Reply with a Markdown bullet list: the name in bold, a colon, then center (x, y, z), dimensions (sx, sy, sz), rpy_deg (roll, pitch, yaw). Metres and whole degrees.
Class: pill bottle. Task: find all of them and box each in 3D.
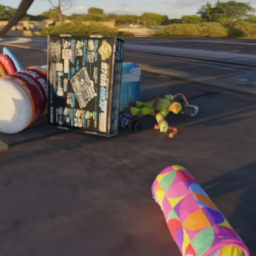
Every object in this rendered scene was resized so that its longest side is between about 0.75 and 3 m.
- **pill bottle**: center (0.058, -0.131, 8.200), dimensions (0.438, 0.438, 0.783), rpy_deg (-17, 27, -36)
- **pill bottle**: center (-3.123, -1.061, 8.878), dimensions (1.584, 1.584, 2.774), rpy_deg (5, 24, 12)

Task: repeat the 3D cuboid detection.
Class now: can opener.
- **can opener**: center (1.744, -0.733, 9.601), dimensions (1.362, 0.363, 0.455), rpy_deg (19, -16, 39)

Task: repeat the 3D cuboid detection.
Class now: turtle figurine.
- **turtle figurine**: center (0.816, -0.531, 8.586), dimensions (1.876, 0.749, 2.327), rpy_deg (-3, 37, 20)

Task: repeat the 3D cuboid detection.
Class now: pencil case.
- **pencil case**: center (0.940, 1.335, 4.136), dimensions (0.842, 0.842, 1.906), rpy_deg (-4, 21, -10)

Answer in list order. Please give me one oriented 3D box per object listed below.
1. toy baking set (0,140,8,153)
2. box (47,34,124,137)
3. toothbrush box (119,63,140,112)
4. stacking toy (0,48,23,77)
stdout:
- **toy baking set**: center (-4.312, 0.487, 6.569), dimensions (2.719, 0.316, 2.087), rpy_deg (-4, 24, -25)
- **box**: center (-1.243, -1.208, 7.803), dimensions (2.096, 2.637, 0.607), rpy_deg (8, 12, 22)
- **toothbrush box**: center (-0.714, -1.410, 9.853), dimensions (2.156, 1.579, 0.920), rpy_deg (-5, 23, -15)
- **stacking toy**: center (-5.801, -2.014, 11.420), dimensions (2.777, 1.612, 1.524), rpy_deg (-28, 73, -35)
